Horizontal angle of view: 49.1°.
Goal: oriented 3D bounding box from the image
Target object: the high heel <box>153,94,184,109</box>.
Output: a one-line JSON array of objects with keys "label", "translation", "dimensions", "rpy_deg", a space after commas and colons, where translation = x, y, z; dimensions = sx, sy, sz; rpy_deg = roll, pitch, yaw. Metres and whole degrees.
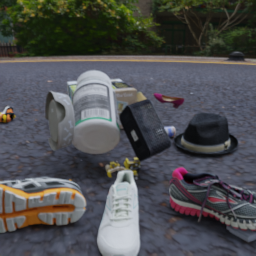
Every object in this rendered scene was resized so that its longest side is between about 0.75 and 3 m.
[{"label": "high heel", "translation": [1.268, -0.944, 8.682], "dimensions": [0.924, 0.444, 0.312], "rpy_deg": [22, 46, -13]}]

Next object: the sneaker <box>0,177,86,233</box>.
[{"label": "sneaker", "translation": [-2.544, 1.744, 6.833], "dimensions": [2.965, 1.161, 1.145], "rpy_deg": [6, 15, -10]}]

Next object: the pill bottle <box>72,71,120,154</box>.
[{"label": "pill bottle", "translation": [-1.179, -0.643, 9.940], "dimensions": [1.618, 1.618, 2.861], "rpy_deg": [-2, 47, -6]}]

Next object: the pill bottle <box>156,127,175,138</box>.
[{"label": "pill bottle", "translation": [1.584, 0.202, 11.959], "dimensions": [0.787, 0.441, 0.441], "rpy_deg": [-6, 21, -15]}]

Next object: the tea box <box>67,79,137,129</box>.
[{"label": "tea box", "translation": [-1.340, -1.165, 13.599], "dimensions": [2.818, 1.883, 2.772], "rpy_deg": [-6, 21, -17]}]

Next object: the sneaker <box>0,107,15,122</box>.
[{"label": "sneaker", "translation": [-6.044, -0.634, 14.297], "dimensions": [0.687, 0.534, 1.527], "rpy_deg": [9, 22, -5]}]

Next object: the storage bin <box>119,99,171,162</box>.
[{"label": "storage bin", "translation": [0.488, 0.081, 8.768], "dimensions": [0.788, 1.682, 1.137], "rpy_deg": [-20, -11, -23]}]

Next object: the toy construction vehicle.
[{"label": "toy construction vehicle", "translation": [-0.117, 1.259, 9.025], "dimensions": [1.199, 0.422, 1.044], "rpy_deg": [-3, 20, -8]}]

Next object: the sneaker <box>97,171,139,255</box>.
[{"label": "sneaker", "translation": [-0.201, 1.887, 6.423], "dimensions": [0.908, 1.034, 2.581], "rpy_deg": [2, 21, 0]}]

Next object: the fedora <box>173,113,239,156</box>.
[{"label": "fedora", "translation": [3.096, 0.102, 11.087], "dimensions": [2.647, 1.209, 2.647], "rpy_deg": [0, 19, 0]}]

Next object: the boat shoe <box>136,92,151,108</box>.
[{"label": "boat shoe", "translation": [0.655, -1.695, 16.611], "dimensions": [0.814, 0.865, 2.270], "rpy_deg": [-13, 24, -33]}]

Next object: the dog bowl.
[{"label": "dog bowl", "translation": [-2.158, -0.230, 8.808], "dimensions": [0.540, 1.842, 1.842], "rpy_deg": [-5, 20, -28]}]

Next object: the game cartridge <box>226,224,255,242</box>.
[{"label": "game cartridge", "translation": [2.835, 2.283, 6.555], "dimensions": [0.951, 0.194, 0.633], "rpy_deg": [-17, 29, -38]}]

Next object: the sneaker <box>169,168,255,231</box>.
[{"label": "sneaker", "translation": [2.261, 1.649, 6.681], "dimensions": [2.719, 1.015, 1.096], "rpy_deg": [3, 17, 26]}]
